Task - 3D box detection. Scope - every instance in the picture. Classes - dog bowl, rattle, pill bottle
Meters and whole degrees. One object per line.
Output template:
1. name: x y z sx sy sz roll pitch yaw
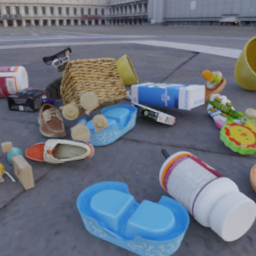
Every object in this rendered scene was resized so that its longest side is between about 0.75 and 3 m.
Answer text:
1. dog bowl: 0.051 1.900 5.916 2.415 0.599 1.346 12 26 25
2. rattle: 4.002 -2.607 14.105 1.092 0.995 1.529 12 36 -5
3. dog bowl: -0.706 -0.134 10.362 1.483 0.659 2.660 10 27 31
4. pill bottle: -6.803 -2.371 14.564 2.778 1.586 1.586 -2 23 -6
5. pill bottle: 1.694 1.447 6.265 1.139 1.139 2.079 -12 26 -25

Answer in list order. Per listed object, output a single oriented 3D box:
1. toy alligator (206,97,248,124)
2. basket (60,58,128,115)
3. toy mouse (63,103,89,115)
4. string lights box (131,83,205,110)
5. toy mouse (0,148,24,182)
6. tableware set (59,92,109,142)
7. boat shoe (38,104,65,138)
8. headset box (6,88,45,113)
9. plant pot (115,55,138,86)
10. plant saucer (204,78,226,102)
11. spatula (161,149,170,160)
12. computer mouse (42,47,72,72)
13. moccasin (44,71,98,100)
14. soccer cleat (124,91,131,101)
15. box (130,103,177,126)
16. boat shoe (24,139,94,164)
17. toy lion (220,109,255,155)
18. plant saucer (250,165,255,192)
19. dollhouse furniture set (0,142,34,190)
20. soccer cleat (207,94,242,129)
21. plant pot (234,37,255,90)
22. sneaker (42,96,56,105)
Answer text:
1. toy alligator: 3.376 -0.588 9.489 1.544 0.512 0.371 26 4 7
2. basket: -1.476 -1.574 10.909 2.324 1.731 1.659 -19 -3 -41
3. toy mouse: -2.135 -1.577 13.838 2.917 0.565 2.593 19 28 31
4. string lights box: 1.710 -1.436 12.302 2.875 0.848 1.478 10 19 36
5. toy mouse: -3.895 0.887 8.518 1.998 0.387 1.776 4 24 10
6. tableware set: -1.366 -0.331 8.865 1.282 1.534 0.178 -26 7 -19
7. boat shoe: -2.934 -0.309 10.577 0.885 0.839 2.337 -3 23 -31
8. headset box: -4.619 -1.396 13.410 1.369 0.711 1.840 6 26 14
9. plant pot: -0.334 -3.265 16.803 1.305 1.838 1.838 -23 21 10
10. plant saucer: 3.999 -1.798 13.839 1.810 0.292 1.810 -35 14 10
11. spatula: 1.282 1.096 8.129 0.447 0.163 1.582 -10 37 -10
12. computer mouse: -2.446 -2.401 9.970 0.997 0.399 1.818 -32 3 -7
13. moccasin: -2.564 -2.221 13.008 2.891 1.058 1.116 -37 20 -10
14. soccer cleat: -0.076 -1.690 14.401 1.076 0.465 0.376 13 27 29
15. box: 0.977 -0.582 11.439 1.025 0.323 1.862 13 9 -37
16. boat shoe: -2.079 0.700 8.241 2.094 0.745 0.655 -1 -1 4
17. toy lion: 3.851 0.135 9.434 1.724 0.618 1.799 -2 44 -14
18. plant saucer: 4.324 1.560 6.865 2.535 0.474 2.535 1 24 0
19. dollhouse furniture set: -3.614 1.170 6.999 2.120 1.099 0.938 -17 27 -33
20. soccer cleat: 3.815 -0.621 11.139 0.878 1.086 2.515 -3 24 -8
21. plant pot: 7.113 -3.223 15.459 2.897 2.897 2.056 -7 -17 -15
22. sneaker: -3.721 -1.252 13.351 0.375 0.537 1.079 -3 7 21
